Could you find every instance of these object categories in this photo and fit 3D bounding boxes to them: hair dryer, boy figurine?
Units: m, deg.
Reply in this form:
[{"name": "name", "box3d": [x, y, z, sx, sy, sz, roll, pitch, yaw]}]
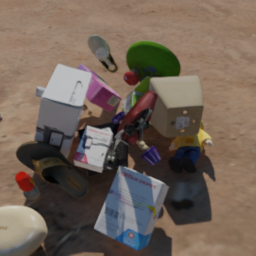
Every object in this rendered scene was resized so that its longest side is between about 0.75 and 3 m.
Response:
[{"name": "hair dryer", "box3d": [0.345, -0.120, 7.312, 0.713, 1.999, 2.625, 36, 39, -12]}, {"name": "boy figurine", "box3d": [2.256, 0.488, 9.875, 1.548, 0.802, 2.489, -4, 39, 34]}]

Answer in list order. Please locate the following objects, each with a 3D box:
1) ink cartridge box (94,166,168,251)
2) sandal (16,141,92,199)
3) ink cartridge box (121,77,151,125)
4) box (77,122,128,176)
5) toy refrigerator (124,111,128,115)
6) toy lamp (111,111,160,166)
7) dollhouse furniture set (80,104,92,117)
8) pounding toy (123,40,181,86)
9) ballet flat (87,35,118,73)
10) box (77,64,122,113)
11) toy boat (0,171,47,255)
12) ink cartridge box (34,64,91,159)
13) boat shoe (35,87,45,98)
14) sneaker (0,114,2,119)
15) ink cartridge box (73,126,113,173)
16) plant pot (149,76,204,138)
[{"name": "ink cartridge box", "box3d": [0.157, 2.060, 7.355, 1.244, 1.238, 1.696, 19, 80, 20]}, {"name": "sandal", "box3d": [-2.221, 1.306, 8.270, 2.543, 1.039, 0.694, 40, 15, -1]}, {"name": "ink cartridge box", "box3d": [0.867, -0.911, 10.259, 1.585, 2.145, 0.812, 10, 68, -21]}, {"name": "box", "box3d": [-0.805, 0.689, 9.275, 1.488, 1.463, 0.923, -13, 47, -14]}, {"name": "toy refrigerator", "box3d": [0.184, -0.323, 9.596, 0.347, 0.377, 0.992, 8, -1, 26]}, {"name": "toy lamp", "box3d": [0.273, 0.342, 8.675, 0.559, 0.559, 1.919, -31, 76, -30]}, {"name": "dollhouse furniture set", "box3d": [-2.054, -0.767, 11.114, 1.272, 0.621, 1.085, 41, 48, -12]}, {"name": "pounding toy", "box3d": [0.869, -1.809, 10.742, 2.208, 2.860, 1.327, 5, 56, 40]}, {"name": "ballet flat", "box3d": [-0.981, -3.013, 11.834, 0.783, 2.253, 0.783, -6, 69, 17]}, {"name": "box", "box3d": [-1.251, -1.515, 10.879, 0.764, 1.390, 1.581, -49, 59, 9]}, {"name": "toy boat", "box3d": [-3.067, 2.474, 7.735, 2.073, 1.146, 2.466, 0, 49, 8]}, {"name": "ink cartridge box", "box3d": [-2.224, -0.351, 9.249, 1.186, 2.844, 2.065, 16, 39, -10]}, {"name": "boat shoe", "box3d": [-2.788, -1.124, 10.272, 1.215, 0.399, 0.437, 15, 22, -22]}, {"name": "sneaker", "box3d": [-5.836, -0.865, 11.681, 1.480, 0.692, 0.521, 29, 50, 28]}, {"name": "ink cartridge box", "box3d": [-0.986, 0.606, 8.073, 0.820, 0.478, 1.133, 15, 61, 2]}, {"name": "plant pot", "box3d": [1.635, -0.595, 9.215, 1.680, 1.678, 1.487, -5, 36, -7]}]
